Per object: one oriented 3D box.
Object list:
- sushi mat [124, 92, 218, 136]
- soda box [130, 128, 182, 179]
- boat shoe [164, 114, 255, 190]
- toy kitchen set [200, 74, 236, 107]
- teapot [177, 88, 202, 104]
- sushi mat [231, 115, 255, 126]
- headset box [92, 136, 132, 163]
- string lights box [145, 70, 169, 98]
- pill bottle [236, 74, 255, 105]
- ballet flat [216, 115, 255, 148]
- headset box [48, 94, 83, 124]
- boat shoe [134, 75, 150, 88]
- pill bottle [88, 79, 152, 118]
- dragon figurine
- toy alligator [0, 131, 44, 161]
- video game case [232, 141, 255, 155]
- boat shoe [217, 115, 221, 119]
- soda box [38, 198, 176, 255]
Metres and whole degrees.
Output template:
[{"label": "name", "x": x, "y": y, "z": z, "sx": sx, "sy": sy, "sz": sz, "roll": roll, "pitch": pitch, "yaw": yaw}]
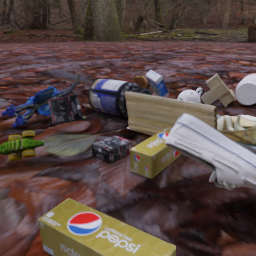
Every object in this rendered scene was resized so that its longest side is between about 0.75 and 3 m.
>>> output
[{"label": "sushi mat", "x": 0.992, "y": -0.193, "z": 7.059, "sx": 2.597, "sy": 1.242, "sz": 0.157, "roll": 15, "pitch": 36, "yaw": 37}, {"label": "soda box", "x": 0.720, "y": 0.501, "z": 6.230, "sx": 0.554, "sy": 0.524, "sz": 1.636, "roll": 13, "pitch": 25, "yaw": 33}, {"label": "boat shoe", "x": 1.659, "y": 0.662, "z": 4.734, "sx": 2.260, "sy": 0.739, "sz": 0.832, "roll": 35, "pitch": -6, "yaw": 22}, {"label": "toy kitchen set", "x": 3.323, "y": -1.346, "z": 10.667, "sx": 0.955, "sy": 1.171, "sz": 1.056, "roll": -37, "pitch": 6, "yaw": 25}, {"label": "teapot", "x": 2.176, "y": -1.053, "z": 9.852, "sx": 0.850, "sy": 0.629, "sz": 0.861, "roll": 10, "pitch": 48, "yaw": 2}, {"label": "sushi mat", "x": 3.570, "y": -0.070, "z": 7.761, "sx": 0.785, "sy": 0.099, "sz": 1.640, "roll": -6, "pitch": 20, "yaw": -18}, {"label": "headset box", "x": -0.346, "y": 0.471, "z": 6.604, "sx": 0.612, "sy": 0.317, "sz": 0.822, "roll": 19, "pitch": 27, "yaw": 41}, {"label": "string lights box", "x": 1.164, "y": -1.702, "z": 11.048, "sx": 0.345, "sy": 1.172, "sz": 0.602, "roll": -45, "pitch": 52, "yaw": -6}, {"label": "pill bottle", "x": 4.755, "y": -1.482, "z": 10.805, "sx": 1.003, "sy": 1.003, "sz": 1.831, "roll": 11, "pitch": 23, "yaw": 28}, {"label": "ballet flat", "x": 2.450, "y": 0.030, "z": 6.462, "sx": 0.726, "sy": 0.726, "sz": 2.055, "roll": -13, "pitch": 10, "yaw": -30}, {"label": "headset box", "x": -1.797, "y": -0.511, "z": 7.843, "sx": 0.954, "sy": 0.710, "sz": 0.368, "roll": -5, "pitch": 10, "yaw": 31}, {"label": "boat shoe", "x": 0.785, "y": -2.291, "z": 13.586, "sx": 0.551, "sy": 0.552, "sz": 1.567, "roll": -10, "pitch": 23, "yaw": -17}, {"label": "pill bottle", "x": -0.256, "y": -0.956, "z": 9.133, "sx": 2.038, "sy": 1.140, "sz": 1.140, "roll": 15, "pitch": 25, "yaw": 38}, {"label": "dragon figurine", "x": -2.497, "y": -0.828, "z": 8.687, "sx": 2.657, "sy": 0.782, "sz": 1.321, "roll": -26, "pitch": 18, "yaw": -9}, {"label": "toy alligator", "x": -2.510, "y": 0.436, "z": 6.036, "sx": 1.628, "sy": 0.540, "sz": 0.391, "roll": -15, "pitch": -15, "yaw": 26}, {"label": "video game case", "x": 3.676, "y": 0.330, "z": 7.104, "sx": 1.825, "sy": 0.230, "sz": 2.006, "roll": -8, "pitch": 22, "yaw": -20}, {"label": "boat shoe", "x": 2.336, "y": -0.168, "z": 8.108, "sx": 1.117, "sy": 0.395, "sz": 0.355, "roll": -3, "pitch": 2, "yaw": -44}, {"label": "soda box", "x": -0.302, "y": 1.511, "z": 3.509, "sx": 1.729, "sy": 0.554, "sz": 0.586, "roll": 14, "pitch": 26, "yaw": 31}]
